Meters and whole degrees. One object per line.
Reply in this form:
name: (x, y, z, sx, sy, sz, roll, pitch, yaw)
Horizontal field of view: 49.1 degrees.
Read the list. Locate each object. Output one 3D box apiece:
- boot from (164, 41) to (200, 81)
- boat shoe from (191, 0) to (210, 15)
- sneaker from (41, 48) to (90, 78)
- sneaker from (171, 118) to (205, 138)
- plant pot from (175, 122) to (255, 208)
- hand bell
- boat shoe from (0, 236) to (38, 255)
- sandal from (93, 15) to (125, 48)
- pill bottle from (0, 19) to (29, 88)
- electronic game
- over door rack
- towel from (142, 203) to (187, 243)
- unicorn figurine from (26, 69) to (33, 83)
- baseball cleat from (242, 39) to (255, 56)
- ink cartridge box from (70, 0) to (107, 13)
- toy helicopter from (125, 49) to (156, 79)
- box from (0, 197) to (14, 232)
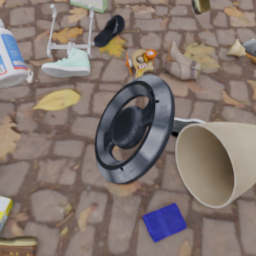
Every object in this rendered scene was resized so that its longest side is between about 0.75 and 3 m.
boot: (2.428, -2.927, 12.385, 1.505, 0.723, 2.058, 15, 60, 2)
boat shoe: (2.286, -4.730, 9.456, 0.652, 0.578, 1.782, -10, 93, -29)
sneaker: (-2.697, -2.870, 12.165, 2.017, 0.742, 1.189, -1, 70, -12)
sneaker: (2.241, 0.075, 10.569, 1.481, 0.524, 0.734, 5, 60, 10)
plant pot: (3.448, 0.893, 9.102, 2.789, 2.612, 2.612, -12, 58, -25)
hand bell: (5.356, -3.251, 12.644, 1.580, 0.823, 0.823, 33, 63, 5)
boat shoe: (-3.643, 3.518, 8.051, 1.969, 0.709, 0.665, 7, 77, -21)
sandal: (-0.848, -4.780, 13.586, 0.876, 0.493, 2.304, 23, 61, 14)
pill bottle: (-3.372, -2.003, 7.403, 0.946, 0.946, 1.685, -21, 88, -13)
electronic game: (0.046, -0.002, 6.686, 0.567, 2.726, 2.726, 25, 51, -33)
over door rack: (-2.605, -4.393, 13.016, 2.012, 0.907, 2.723, -1, 70, 0)
towel: (1.148, 2.995, 8.873, 1.198, 0.297, 0.885, -19, 67, -12)
unicorn figurine: (-4.394, -2.232, 12.126, 0.944, 0.349, 0.648, -1, 67, 16)
baseball cleat: (6.131, -3.319, 12.550, 2.042, 0.712, 1.087, 14, 59, 10)
ink cartridge box: (-2.035, -7.293, 13.835, 1.993, 2.738, 0.657, 21, 57, 13)
toy helicopter: (0.425, -2.537, 12.086, 1.298, 0.774, 1.963, 11, 71, -1)
box: (-4.500, 3.038, 8.735, 1.094, 0.451, 1.865, 13, 57, 7)
